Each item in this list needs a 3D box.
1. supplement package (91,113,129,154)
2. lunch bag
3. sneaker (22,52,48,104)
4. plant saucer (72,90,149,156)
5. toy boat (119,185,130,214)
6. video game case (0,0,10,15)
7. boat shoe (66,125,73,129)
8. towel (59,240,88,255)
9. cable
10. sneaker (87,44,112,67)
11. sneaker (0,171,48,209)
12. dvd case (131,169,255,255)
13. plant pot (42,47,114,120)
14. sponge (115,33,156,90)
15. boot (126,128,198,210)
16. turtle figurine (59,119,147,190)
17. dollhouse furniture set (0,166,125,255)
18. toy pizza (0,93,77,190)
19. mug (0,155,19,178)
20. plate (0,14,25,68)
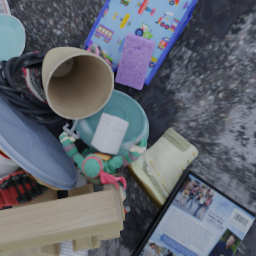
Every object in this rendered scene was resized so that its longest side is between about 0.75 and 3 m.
[{"bbox_3d":[-0.408,0.133,6.157,0.455,0.460,0.759,29,100,47],"label":"supplement package"},{"bbox_3d":[0.249,-2.775,7.954,2.172,1.357,2.885,32,89,4],"label":"lunch bag"},{"bbox_3d":[-2.539,-1.429,7.857,0.614,0.663,1.645,-24,79,-2],"label":"sneaker"},{"bbox_3d":[-0.378,-0.258,7.223,2.087,0.286,2.087,12,53,-16],"label":"plant saucer"},{"bbox_3d":[-0.210,1.791,7.015,0.351,0.636,0.756,-17,83,-41],"label":"toy boat"},{"bbox_3d":[-4.502,-2.964,8.442,2.040,0.178,1.459,-18,79,-4],"label":"video game case"},{"bbox_3d":[-1.805,-0.630,7.717,0.551,0.449,1.309,-32,80,22],"label":"boat shoe"},{"bbox_3d":[-1.576,3.032,7.026,1.216,0.520,1.007,7,77,5],"label":"towel"},{"bbox_3d":[-2.059,-0.964,7.163,2.627,0.667,2.143,-10,75,-43],"label":"cable"},{"bbox_3d":[-0.712,-1.706,7.405,0.611,1.281,0.506,-33,59,-22],"label":"sneaker"},{"bbox_3d":[-3.017,1.542,6.813,2.250,1.099,0.795,-21,100,-17],"label":"sneaker"},{"bbox_3d":[1.426,2.768,6.592,2.136,0.263,2.994,34,85,-9],"label":"dvd case"},{"bbox_3d":[-1.422,-1.293,6.717,1.570,1.570,1.677,-37,45,-7],"label":"plant pot"},{"bbox_3d":[0.169,-1.740,7.483,0.773,1.387,0.207,21,35,7],"label":"sponge"},{"bbox_3d":[1.248,1.285,7.262,1.724,0.804,2.230,-39,88,-15],"label":"boot"},{"bbox_3d":[-0.643,0.651,6.298,1.940,2.592,1.305,13,84,3],"label":"turtle figurine"},{"bbox_3d":[-1.610,1.232,5.877,2.823,2.969,2.419,-11,62,-2],"label":"dollhouse furniture set"},{"bbox_3d":[-2.312,0.334,6.347,0.472,2.981,2.981,-43,81,1],"label":"toy pizza"},{"bbox_3d":[-3.395,0.447,6.629,1.957,1.716,1.445,19,80,27],"label":"mug"},{"bbox_3d":[-3.627,-2.456,8.003,1.592,0.203,1.592,-1,84,9],"label":"plate"}]
